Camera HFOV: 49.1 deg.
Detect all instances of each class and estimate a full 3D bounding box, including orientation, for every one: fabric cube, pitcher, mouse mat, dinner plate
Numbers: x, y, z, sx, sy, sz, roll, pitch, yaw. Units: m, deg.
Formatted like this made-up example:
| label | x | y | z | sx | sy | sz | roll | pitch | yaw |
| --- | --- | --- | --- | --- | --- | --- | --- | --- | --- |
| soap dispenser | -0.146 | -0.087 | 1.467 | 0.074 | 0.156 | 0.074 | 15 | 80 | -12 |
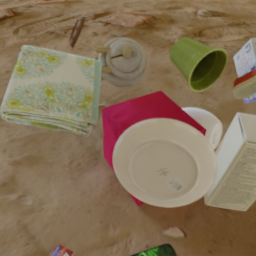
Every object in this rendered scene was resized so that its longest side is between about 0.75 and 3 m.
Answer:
| label | x | y | z | sx | sy | sz | roll | pitch | yaw |
| --- | --- | --- | --- | --- | --- | --- | --- | --- | --- |
| fabric cube | 0.742 | 0.605 | 9.528 | 2.430 | 2.477 | 2.469 | -20 | 45 | -24 |
| pitcher | 2.384 | -0.148 | 11.267 | 2.774 | 1.681 | 2.380 | 19 | 31 | 37 |
| mouse mat | 0.814 | 3.987 | 7.261 | 1.446 | 0.068 | 1.798 | -12 | 40 | -15 |
| dinner plate | 0.763 | 0.909 | 6.240 | 2.356 | 2.356 | 0.286 | 8 | 28 | 9 |

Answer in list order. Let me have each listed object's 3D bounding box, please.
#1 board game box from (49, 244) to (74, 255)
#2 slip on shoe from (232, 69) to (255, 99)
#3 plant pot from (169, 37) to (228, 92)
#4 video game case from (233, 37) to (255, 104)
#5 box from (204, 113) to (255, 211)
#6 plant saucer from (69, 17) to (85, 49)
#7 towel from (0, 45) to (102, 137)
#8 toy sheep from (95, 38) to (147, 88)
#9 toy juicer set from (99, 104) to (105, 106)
| label | x | y | z | sx | sy | sz | roll | pitch | yaw |
| --- | --- | --- | --- | --- | --- | --- | --- | --- | --- |
| board game box | -2.005 | 3.716 | 7.552 | 0.556 | 0.105 | 1.079 | 19 | 43 | 20 |
| slip on shoe | 4.034 | -1.563 | 8.219 | 0.774 | 2.088 | 0.639 | 31 | 49 | -32 |
| plant pot | 2.218 | -2.290 | 9.441 | 1.596 | 1.596 | 1.515 | -20 | 50 | -23 |
| video game case | 4.367 | -1.915 | 9.742 | 0.470 | 1.873 | 2.066 | -12 | -3 | 5 |
| box | 2.717 | 0.905 | 6.691 | 1.164 | 2.451 | 0.953 | 11 | 44 | -2 |
| plant saucer | -2.271 | -4.213 | 12.247 | 0.268 | 1.465 | 1.465 | 22 | 34 | -21 |
| towel | -2.118 | -1.218 | 8.304 | 2.556 | 0.719 | 2.986 | 12 | 51 | -14 |
| toy sheep | -0.243 | -2.428 | 10.470 | 2.021 | 2.021 | 2.931 | -5 | 4 | -6 |
| toy juicer set | -1.975 | -1.370 | 13.562 | 0.958 | 0.410 | 1.507 | -32 | 49 | -33 |
